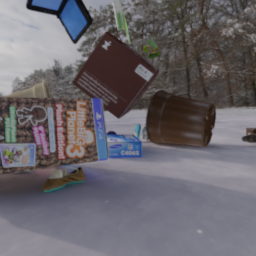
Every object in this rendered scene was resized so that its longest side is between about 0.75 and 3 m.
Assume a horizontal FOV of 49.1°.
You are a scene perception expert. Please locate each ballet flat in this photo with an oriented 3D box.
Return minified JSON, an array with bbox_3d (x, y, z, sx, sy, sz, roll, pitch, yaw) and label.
[{"bbox_3d":[-1.259,0.959,5.506,0.350,0.373,1.032,-4,1,39],"label":"ballet flat"}]

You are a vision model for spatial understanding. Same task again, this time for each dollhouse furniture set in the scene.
[{"bbox_3d":[1.160,-3.631,12.514,0.480,0.627,0.957,-10,36,40],"label":"dollhouse furniture set"}]

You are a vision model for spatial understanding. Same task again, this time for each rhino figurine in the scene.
[{"bbox_3d":[5.527,0.360,11.363,2.376,0.711,1.039,-4,7,-28],"label":"rhino figurine"}]

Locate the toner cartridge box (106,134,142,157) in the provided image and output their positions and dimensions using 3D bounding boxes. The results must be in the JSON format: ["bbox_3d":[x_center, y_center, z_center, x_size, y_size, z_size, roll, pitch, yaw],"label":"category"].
[{"bbox_3d":[-0.209,0.577,9.695,1.103,0.501,2.321,0,4,-6],"label":"toner cartridge box"}]

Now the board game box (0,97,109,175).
[{"bbox_3d":[-2.191,0.233,6.000,2.765,1.339,2.204,-3,-6,-35],"label":"board game box"}]

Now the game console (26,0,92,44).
[{"bbox_3d":[-1.821,-2.960,7.211,1.421,0.940,1.616,2,-7,-27],"label":"game console"}]

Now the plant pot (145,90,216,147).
[{"bbox_3d":[2.217,-0.274,11.377,2.263,2.286,2.286,12,10,29],"label":"plant pot"}]

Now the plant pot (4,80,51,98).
[{"bbox_3d":[-4.573,-0.497,12.211,2.538,2.772,2.772,-13,7,-11],"label":"plant pot"}]

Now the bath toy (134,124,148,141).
[{"bbox_3d":[1.189,0.282,12.777,1.790,0.778,0.662,3,38,-16],"label":"bath toy"}]

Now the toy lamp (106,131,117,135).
[{"bbox_3d":[-1.117,0.462,10.634,0.642,0.642,2.206,2,4,21],"label":"toy lamp"}]

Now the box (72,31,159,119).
[{"bbox_3d":[-0.336,-2.037,11.093,2.279,2.256,2.747,38,13,1],"label":"box"}]

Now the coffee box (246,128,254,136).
[{"bbox_3d":[6.825,0.235,14.627,1.101,0.439,0.630,-1,4,-10],"label":"coffee box"}]

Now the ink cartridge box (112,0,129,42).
[{"bbox_3d":[-0.224,-3.331,8.780,0.287,1.197,0.871,-11,-16,1],"label":"ink cartridge box"}]
